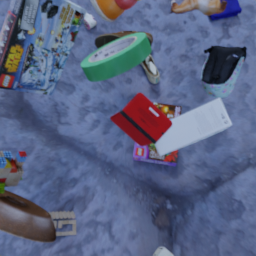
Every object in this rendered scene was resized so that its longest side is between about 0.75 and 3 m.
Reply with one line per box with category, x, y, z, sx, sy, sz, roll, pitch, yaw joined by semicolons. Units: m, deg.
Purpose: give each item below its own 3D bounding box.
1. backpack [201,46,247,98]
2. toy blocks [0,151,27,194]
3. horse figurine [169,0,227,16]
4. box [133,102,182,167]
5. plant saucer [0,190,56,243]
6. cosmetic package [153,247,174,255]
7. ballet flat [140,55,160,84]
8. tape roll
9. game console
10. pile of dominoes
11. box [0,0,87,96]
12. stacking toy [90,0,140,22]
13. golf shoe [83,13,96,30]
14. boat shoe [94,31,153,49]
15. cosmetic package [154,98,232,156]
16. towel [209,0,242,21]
backpack;2.764;-1.652;8.276;1.241;0.941;1.487;10;64;36
toy blocks;-2.689;0.854;5.836;1.274;0.871;0.637;4;40;-45
horse figurine;2.597;-4.492;9.828;2.214;0.553;1.467;11;76;-12
box;1.048;0.171;9.878;1.496;0.428;2.187;8;67;3
plant saucer;-2.672;1.852;6.413;2.453;2.453;0.449;23;77;9
cosmetic package;1.647;4.480;7.554;2.611;1.373;0.928;38;72;13
ballet flat;0.825;-2.533;10.977;0.589;0.545;1.747;-22;68;-9
tape roll;-0.325;-1.879;7.370;1.880;0.452;1.880;-20;27;11
game console;0.267;-0.151;6.010;1.018;0.604;0.877;42;93;-14
pile of dominoes;-2.120;3.030;8.875;0.950;0.151;0.741;0;66;-9
box;-2.436;-2.252;7.546;0.543;1.864;2.723;40;111;31
stacking toy;0.089;-4.243;8.173;2.309;1.687;1.687;-9;64;27
golf shoe;-1.789;-4.729;12.025;0.528;0.435;1.154;-28;76;-22
boat shoe;-0.157;-3.480;11.328;2.326;0.837;0.791;5;41;7
cosmetic package;1.669;0.025;7.666;2.017;1.138;0.818;-23;82;9
towel;4.036;-5.612;12.378;1.402;0.470;1.899;-13;68;2
